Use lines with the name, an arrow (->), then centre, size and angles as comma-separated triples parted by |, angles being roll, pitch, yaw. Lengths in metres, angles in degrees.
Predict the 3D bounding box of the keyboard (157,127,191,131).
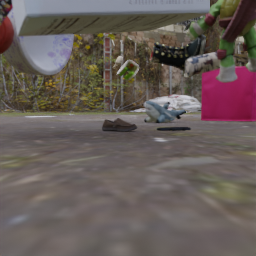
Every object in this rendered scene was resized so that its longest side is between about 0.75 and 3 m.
keyboard -> 1.076, 0.016, 6.422 | 0.773, 0.080, 0.491 | -2, 4, -19

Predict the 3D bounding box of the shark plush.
shark plush -> 1.466, -0.599, 10.381 | 1.870, 0.779, 0.850 | -1, 4, -20

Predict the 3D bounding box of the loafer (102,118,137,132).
loafer -> -0.204, -0.075, 6.141 | 0.811, 0.288, 0.296 | 1, 4, 17

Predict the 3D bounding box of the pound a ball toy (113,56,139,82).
pound a ball toy -> -0.103, -2.251, 10.331 | 0.846, 0.551, 1.298 | 33, -9, -10

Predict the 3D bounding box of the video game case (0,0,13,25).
video game case -> -3.143, -2.856, 5.156 | 0.421, 2.349, 2.129 | 31, -4, 43

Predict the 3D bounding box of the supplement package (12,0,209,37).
supplement package -> -0.462, -2.652, 4.412 | 2.702, 2.050, 2.035 | -11, 14, -22

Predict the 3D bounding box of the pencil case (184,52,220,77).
pencil case -> 2.478, -2.010, 8.892 | 1.428, 0.639, 0.555 | -15, 44, -5

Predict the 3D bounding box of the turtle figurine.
turtle figurine -> 2.903, -3.022, 8.229 | 2.155, 2.904, 2.995 | -33, 27, -28

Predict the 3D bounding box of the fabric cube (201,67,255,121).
fabric cube -> 4.613, -1.433, 12.422 | 2.166, 2.201, 2.208 | 1, 4, 32

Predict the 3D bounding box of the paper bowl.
paper bowl -> -3.101, -3.126, 9.111 | 1.420, 2.731, 2.731 | 10, 7, 20

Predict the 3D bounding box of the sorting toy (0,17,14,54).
sorting toy -> -3.721, -3.132, 7.151 | 1.496, 2.489, 1.022 | -4, 15, -7

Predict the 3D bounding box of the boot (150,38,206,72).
boot -> 1.681, -2.636, 9.799 | 1.606, 0.767, 2.126 | 13, -9, -3
